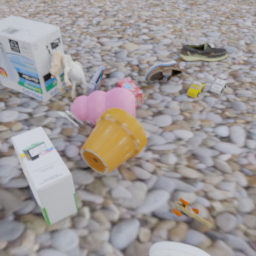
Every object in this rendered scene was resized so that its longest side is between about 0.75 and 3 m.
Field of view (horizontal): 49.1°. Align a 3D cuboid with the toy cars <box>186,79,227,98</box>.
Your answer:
[{"bbox_3d":[3.454,-1.823,12.104,2.112,0.468,0.947,-10,42,-12],"label":"toy cars"}]

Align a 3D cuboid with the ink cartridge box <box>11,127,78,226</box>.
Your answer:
[{"bbox_3d":[-2.278,1.247,7.627,0.904,1.559,2.153,-22,45,-24],"label":"ink cartridge box"}]

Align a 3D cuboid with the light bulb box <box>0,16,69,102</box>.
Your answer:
[{"bbox_3d":[-4.121,-2.875,11.629,2.650,2.673,1.668,20,46,22],"label":"light bulb box"}]

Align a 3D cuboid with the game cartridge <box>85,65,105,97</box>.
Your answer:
[{"bbox_3d":[-1.365,-1.664,11.372,0.347,1.173,1.810,24,41,-6],"label":"game cartridge"}]

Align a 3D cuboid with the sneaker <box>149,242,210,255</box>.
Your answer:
[{"bbox_3d":[1.516,3.270,5.623,2.636,0.960,1.116,20,35,21],"label":"sneaker"}]

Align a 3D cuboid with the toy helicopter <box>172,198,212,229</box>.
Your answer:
[{"bbox_3d":[1.657,2.242,7.247,1.086,0.718,0.428,32,86,14],"label":"toy helicopter"}]

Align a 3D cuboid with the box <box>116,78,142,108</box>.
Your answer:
[{"bbox_3d":[0.029,-1.433,11.492,0.633,0.661,1.325,-16,43,-18],"label":"box"}]

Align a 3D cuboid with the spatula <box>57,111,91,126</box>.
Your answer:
[{"bbox_3d":[-1.999,-0.417,10.587,1.196,0.096,0.832,33,31,34],"label":"spatula"}]

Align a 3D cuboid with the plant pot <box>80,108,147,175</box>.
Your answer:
[{"bbox_3d":[-0.554,0.507,8.487,1.691,1.691,1.548,25,53,27],"label":"plant pot"}]

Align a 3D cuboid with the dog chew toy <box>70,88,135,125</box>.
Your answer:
[{"bbox_3d":[-0.899,-0.703,10.054,2.313,1.440,1.440,-2,40,1],"label":"dog chew toy"}]

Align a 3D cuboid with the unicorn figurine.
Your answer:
[{"bbox_3d":[-2.333,-2.193,11.588,1.079,2.922,2.007,-11,70,0],"label":"unicorn figurine"}]

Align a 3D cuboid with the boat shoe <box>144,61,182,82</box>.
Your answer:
[{"bbox_3d":[1.609,-2.416,12.323,1.972,0.713,0.714,-27,59,-28],"label":"boat shoe"}]

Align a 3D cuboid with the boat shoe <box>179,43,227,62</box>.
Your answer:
[{"bbox_3d":[3.906,-3.907,14.294,2.496,0.809,0.914,-6,41,-7],"label":"boat shoe"}]
